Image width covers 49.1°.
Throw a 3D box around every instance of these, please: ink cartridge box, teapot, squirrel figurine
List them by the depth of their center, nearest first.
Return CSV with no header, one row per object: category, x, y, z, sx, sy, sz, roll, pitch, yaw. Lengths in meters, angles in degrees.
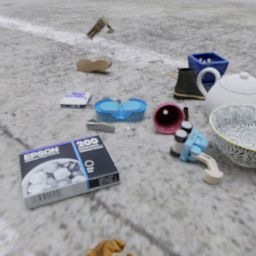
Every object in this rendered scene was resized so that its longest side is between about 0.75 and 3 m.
squirrel figurine,-0.510,3.081,6.388,1.029,0.728,0.961,5,41,34
ink cartridge box,-2.074,1.098,9.318,2.872,0.629,2.899,-13,34,-18
teapot,4.569,-1.364,11.764,2.779,2.030,2.743,-3,33,-3
ink cartridge box,-2.462,-1.334,13.309,1.246,0.270,1.235,2,33,7

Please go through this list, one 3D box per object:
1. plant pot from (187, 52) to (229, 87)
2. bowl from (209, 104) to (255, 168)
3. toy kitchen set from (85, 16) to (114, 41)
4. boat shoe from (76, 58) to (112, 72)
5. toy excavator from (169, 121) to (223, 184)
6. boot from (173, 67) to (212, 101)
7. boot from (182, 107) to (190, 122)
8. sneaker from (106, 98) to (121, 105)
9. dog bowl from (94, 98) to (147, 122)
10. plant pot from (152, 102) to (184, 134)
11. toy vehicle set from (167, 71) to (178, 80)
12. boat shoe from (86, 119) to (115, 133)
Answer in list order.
plant pot,4.128,-3.050,14.850,1.620,1.456,1.620,-9,34,-12
bowl,4.163,0.439,9.620,2.917,1.369,2.917,0,34,0
toy kitchen set,-1.062,-3.703,10.805,0.784,0.709,0.869,-49,18,-9
boat shoe,-2.001,-3.687,16.512,2.254,0.811,0.730,2,6,25
toy excavator,2.386,0.840,9.553,1.936,0.967,1.882,23,40,17
boot,3.356,-2.169,13.417,2.254,1.559,0.873,-6,34,-10
boot,2.421,-0.656,11.801,0.452,0.807,1.167,4,33,6
sneaker,-0.773,-1.207,12.986,1.059,0.423,0.378,-22,39,-30
dog bowl,-0.325,-0.760,12.185,2.281,0.566,1.272,-2,33,-2
plant pot,1.559,-0.513,11.365,1.239,1.239,1.109,-1,18,-2
toy vehicle set,2.769,-3.002,15.981,0.627,0.134,1.009,-19,38,-26
boat shoe,-1.074,-0.125,11.314,1.250,0.449,0.423,9,39,17
